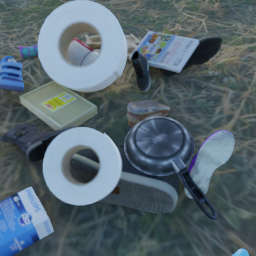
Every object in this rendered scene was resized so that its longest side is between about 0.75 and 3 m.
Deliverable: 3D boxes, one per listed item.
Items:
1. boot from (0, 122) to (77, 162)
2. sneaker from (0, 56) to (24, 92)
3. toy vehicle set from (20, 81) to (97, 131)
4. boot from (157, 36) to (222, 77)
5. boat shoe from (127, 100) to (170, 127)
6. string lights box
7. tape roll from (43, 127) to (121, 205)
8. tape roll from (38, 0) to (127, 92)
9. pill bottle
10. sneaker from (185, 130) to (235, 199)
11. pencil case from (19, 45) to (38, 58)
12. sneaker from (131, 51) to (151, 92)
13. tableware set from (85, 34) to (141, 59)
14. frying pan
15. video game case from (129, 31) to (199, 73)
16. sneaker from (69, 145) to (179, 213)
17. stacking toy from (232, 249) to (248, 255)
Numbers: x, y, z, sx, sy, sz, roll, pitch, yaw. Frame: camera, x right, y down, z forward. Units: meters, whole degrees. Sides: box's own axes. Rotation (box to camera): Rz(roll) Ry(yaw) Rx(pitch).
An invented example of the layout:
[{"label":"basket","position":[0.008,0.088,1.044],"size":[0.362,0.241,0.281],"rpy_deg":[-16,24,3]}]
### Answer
[{"label":"boot","position":[-2.274,0.149,7.248],"size":[1.644,0.569,1.432],"rpy_deg":[-26,39,-35]},{"label":"sneaker","position":[-3.667,-1.673,8.668],"size":[0.770,0.856,2.082],"rpy_deg":[10,18,-36]},{"label":"toy vehicle set","position":[-2.090,-0.683,8.360],"size":[2.098,0.278,1.304],"rpy_deg":[32,51,31]},{"label":"boot","position":[1.918,-3.056,10.356],"size":[2.600,1.007,1.798],"rpy_deg":[-23,48,-17]},{"label":"boat shoe","position":[0.533,-0.370,7.645],"size":[0.663,0.628,1.750],"rpy_deg":[26,22,35]},{"label":"string lights box","position":[-2.425,1.940,5.191],"size":[1.779,0.525,0.914],"rpy_deg":[-25,47,-25]},{"label":"tape roll","position":[-0.822,0.697,5.205],"size":[1.403,0.491,1.403],"rpy_deg":[-1,80,5]},{"label":"tape roll","position":[-1.339,-2.415,8.545],"size":[2.619,2.619,0.916],"rpy_deg":[5,1,6]},{"label":"pill bottle","position":[-1.515,-2.337,9.553],"size":[1.679,0.920,0.920],"rpy_deg":[37,51,14]},{"label":"sneaker","position":[1.617,0.653,5.856],"size":[0.553,1.591,0.791],"rpy_deg":[26,23,2]},{"label":"pencil case","position":[-3.676,-3.016,10.878],"size":[1.007,0.465,0.429],"rpy_deg":[-16,50,-16]},{"label":"sneaker","position":[0.352,-1.805,8.976],"size":[0.475,0.674,1.269],"rpy_deg":[-16,66,26]},{"label":"tableware set","position":[-0.667,-3.290,11.313],"size":[2.585,0.300,2.159],"rpy_deg":[-5,42,-7]},{"label":"frying pan","position":[0.691,0.663,5.453],"size":[1.446,0.389,2.390],"rpy_deg":[-8,52,-1]},{"label":"video game case","position":[1.194,-2.646,9.559],"size":[1.967,0.177,1.409],"rpy_deg":[23,68,31]},{"label":"sneaker","position":[-0.248,0.808,6.253],"size":[2.860,1.070,1.519],"rpy_deg":[17,37,8]},{"label":"stacking toy","position":[2.276,2.828,3.894],"size":[2.209,1.213,1.282],"rpy_deg":[20,36,6]}]
